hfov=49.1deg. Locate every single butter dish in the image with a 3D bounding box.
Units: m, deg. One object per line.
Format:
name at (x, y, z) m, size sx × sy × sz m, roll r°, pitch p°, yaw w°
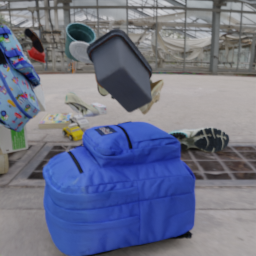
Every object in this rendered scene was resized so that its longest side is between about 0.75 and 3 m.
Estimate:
butter dish at (-3.961, -3.303, 12.335) m, size 0.753 × 0.556 × 0.751 m, roll 17°, pitch 30°, yaw -41°

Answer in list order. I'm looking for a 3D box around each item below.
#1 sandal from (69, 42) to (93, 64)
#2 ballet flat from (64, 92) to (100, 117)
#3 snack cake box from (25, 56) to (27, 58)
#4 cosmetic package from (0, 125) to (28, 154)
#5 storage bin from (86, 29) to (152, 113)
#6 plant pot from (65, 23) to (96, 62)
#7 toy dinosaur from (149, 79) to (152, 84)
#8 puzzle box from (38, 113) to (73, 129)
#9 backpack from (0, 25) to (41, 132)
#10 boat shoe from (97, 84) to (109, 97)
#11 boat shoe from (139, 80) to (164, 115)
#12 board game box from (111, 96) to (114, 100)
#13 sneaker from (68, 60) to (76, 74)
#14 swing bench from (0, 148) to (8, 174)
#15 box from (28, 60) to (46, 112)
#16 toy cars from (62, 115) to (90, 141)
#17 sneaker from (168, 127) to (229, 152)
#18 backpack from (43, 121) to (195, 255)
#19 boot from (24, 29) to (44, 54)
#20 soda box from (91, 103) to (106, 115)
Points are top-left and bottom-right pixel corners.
sandal at (-1.121, -2.279, 8.740) m, size 1.437 × 0.585 × 0.353 m, roll 15°, pitch 18°, yaw -10°
ballet flat at (-1.010, -0.414, 6.130) m, size 0.944 × 0.328 × 0.328 m, roll 34°, pitch -8°, yaw -37°
snack cake box at (-5.360, -2.398, 11.707) m, size 0.878 × 1.504 × 2.615 m, roll -9°, pitch -1°, yaw 24°
cosmetic package at (-5.203, 0.390, 10.866) m, size 2.255 × 1.213 × 0.957 m, roll -14°, pitch 23°, yaw -37°
storage bin at (-0.226, -1.447, 8.044) m, size 1.511 × 2.077 × 1.395 m, roll -27°, pitch 46°, yaw 20°
plant pot at (-1.683, -2.805, 9.360) m, size 0.969 × 0.949 × 0.969 m, roll 13°, pitch 54°, yaw -18°
toy dinosaur at (0.727, -1.852, 11.509) m, size 0.519 × 0.690 × 1.348 m, roll -14°, pitch 45°, yaw -23°
puzzle box at (-3.910, -0.419, 15.449) m, size 1.586 × 0.303 × 2.384 m, roll -2°, pitch 16°, yaw -6°
backpack at (-3.087, -1.116, 7.258) m, size 1.536 × 2.284 × 2.085 m, roll -31°, pitch -7°, yaw -10°
boat shoe at (-0.877, -1.859, 9.928) m, size 0.545 × 1.491 × 0.467 m, roll 0°, pitch -5°, yaw -10°
boat shoe at (0.851, -1.132, 10.037) m, size 0.602 × 0.542 × 1.668 m, roll -11°, pitch 32°, yaw 46°
board game box at (-0.266, -1.733, 12.121) m, size 0.175 × 0.840 × 1.242 m, roll 31°, pitch 26°, yaw 14°
sneaker at (-2.600, -2.847, 12.942) m, size 0.335 × 0.868 × 0.340 m, roll 30°, pitch 56°, yaw 5°
swing bench at (-4.689, 1.127, 8.906) m, size 1.381 × 0.901 × 1.389 m, roll -10°, pitch 24°, yaw -34°
box at (-3.915, -1.480, 10.717) m, size 0.951 × 1.214 × 1.951 m, roll -11°, pitch -21°, yaw -5°
toy cars at (-2.496, -0.167, 13.462) m, size 1.173 × 0.579 × 2.617 m, roll 3°, pitch 23°, yaw 0°
sneaker at (2.753, 0.360, 11.437) m, size 2.582 × 1.002 × 1.114 m, roll 1°, pitch 13°, yaw 5°
backpack at (-0.374, 1.159, 6.031) m, size 2.865 × 2.404 × 2.328 m, roll -9°, pitch 11°, yaw -20°
boot at (-3.863, -3.702, 11.949) m, size 0.443 × 1.187 × 0.575 m, roll -32°, pitch 4°, yaw 16°
soda box at (-1.909, -1.255, 18.125) m, size 0.450 × 0.482 × 1.414 m, roll -9°, pitch 18°, yaw -29°
